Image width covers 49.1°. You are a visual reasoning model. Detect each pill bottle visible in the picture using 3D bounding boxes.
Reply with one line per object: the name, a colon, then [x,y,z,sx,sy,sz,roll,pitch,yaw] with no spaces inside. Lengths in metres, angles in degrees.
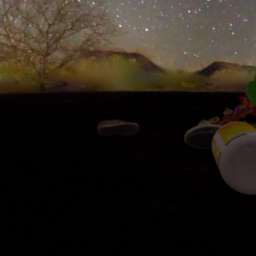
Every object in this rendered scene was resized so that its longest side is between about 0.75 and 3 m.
pill bottle: [2.813,0.598,6.936,1.329,1.329,2.433,2,11,11]

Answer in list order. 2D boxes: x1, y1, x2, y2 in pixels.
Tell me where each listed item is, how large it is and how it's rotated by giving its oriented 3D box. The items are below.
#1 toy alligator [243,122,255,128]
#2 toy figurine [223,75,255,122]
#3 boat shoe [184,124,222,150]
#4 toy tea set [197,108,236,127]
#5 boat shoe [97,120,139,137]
toy alligator: [6.058,-0.060,13.384,0.385,0.279,1.162,-14,21,-36]
toy figurine: [4.943,-0.807,11.768,1.752,2.148,2.334,27,51,-9]
boat shoe: [3.105,0.404,9.421,2.333,0.839,0.756,2,25,-2]
toy tea set: [3.701,-0.263,11.614,1.240,0.772,2.085,-2,27,40]
boat shoe: [-0.434,-0.077,12.015,1.798,0.681,0.645,0,38,-8]
